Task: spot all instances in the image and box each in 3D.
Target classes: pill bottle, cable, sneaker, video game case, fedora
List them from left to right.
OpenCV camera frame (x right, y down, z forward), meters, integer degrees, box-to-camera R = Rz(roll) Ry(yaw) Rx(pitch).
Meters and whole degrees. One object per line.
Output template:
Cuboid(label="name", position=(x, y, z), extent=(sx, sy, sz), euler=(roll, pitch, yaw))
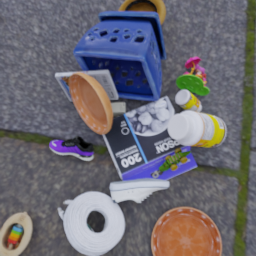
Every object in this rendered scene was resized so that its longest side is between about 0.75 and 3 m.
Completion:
Cuboid(label="sneaker", position=(-2.072, 0.613, 10.446), extent=(1.700, 0.845, 0.591), euler=(13, 38, -2))
Cuboid(label="sneaker", position=(-1.754, 3.347, 9.784), extent=(1.391, 0.635, 0.540), euler=(33, 65, 11))
Cuboid(label="video game case", position=(-1.533, -1.559, 10.614), extent=(2.055, 1.471, 0.185), euler=(-1, 56, 15))
Cuboid(label="cable", position=(-1.114, 3.160, 9.435), extent=(2.064, 0.714, 2.063), euler=(-10, 64, -34))
Cuboid(label="sneaker", position=(0.417, 2.251, 9.977), extent=(2.167, 0.791, 0.767), euler=(-3, 89, -11))
Cuboid(label="fedora", position=(0.610, -4.687, 12.002), extent=(2.187, 0.892, 2.187), euler=(-5, 72, 15))
Cuboid(label="pill bottle", position=(2.371, -0.964, 10.840), extent=(0.626, 1.146, 0.626), euler=(-22, 55, 35))
Cuboid(label="pill bottle", position=(2.399, 0.062, 9.809), extent=(2.192, 1.198, 1.198), euler=(7, 67, -42))

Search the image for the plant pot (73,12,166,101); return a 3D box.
Cuboid(label="plant pot", position=(-0.027, -2.755, 10.422), extent=(2.678, 2.679, 2.408), euler=(10, 67, 21))

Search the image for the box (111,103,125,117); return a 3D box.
Cuboid(label="box", position=(-0.747, -0.719, 11.096), extent=(1.289, 0.530, 0.441), euler=(0, 72, -1))

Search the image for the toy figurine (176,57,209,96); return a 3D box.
Cuboid(label="toy figurine", position=(2.778, -2.220, 11.422), extent=(1.466, 1.100, 1.349), euler=(26, 64, -16))

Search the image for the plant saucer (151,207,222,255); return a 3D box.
Cuboid(label="plant saucer", position=(1.997, 4.011, 9.748), extent=(2.417, 0.390, 2.417), euler=(0, 74, -1))

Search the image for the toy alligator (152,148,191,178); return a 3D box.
Cuboid(label="toy alligator", position=(1.506, 1.285, 10.130), extent=(1.691, 0.406, 0.560), euler=(-39, 50, 11))

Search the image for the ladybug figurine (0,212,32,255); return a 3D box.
Cuboid(label="ladybug figurine", position=(-3.872, 3.709, 9.735), extent=(1.068, 0.566, 1.574), euler=(23, 75, 7))

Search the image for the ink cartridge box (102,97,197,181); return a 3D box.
Cuboid(label="ink cartridge box", position=(0.770, 0.654, 10.631), extent=(2.918, 0.639, 2.945), euler=(-23, 77, -7))

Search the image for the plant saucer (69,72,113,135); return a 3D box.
Cuboid(label="plant saucer", position=(-1.271, -0.882, 9.891), extent=(0.442, 2.363, 2.363), euler=(-32, 75, -27))
